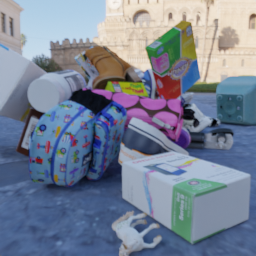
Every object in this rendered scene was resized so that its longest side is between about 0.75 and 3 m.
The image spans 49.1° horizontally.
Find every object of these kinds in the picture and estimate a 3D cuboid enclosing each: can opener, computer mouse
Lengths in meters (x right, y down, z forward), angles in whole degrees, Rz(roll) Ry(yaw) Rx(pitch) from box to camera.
[{"bbox_3d":[2.388,0.371,9.418,2.206,0.581,0.733,1,28,11],"label":"can opener"},{"bbox_3d":[1.585,-0.203,9.550,1.645,0.539,2.343,8,-23,13],"label":"computer mouse"}]

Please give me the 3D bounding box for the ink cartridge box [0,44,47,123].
[{"bbox_3d":[-3.517,-1.280,9.032,1.780,1.734,2.770,30,-2,14],"label":"ink cartridge box"}]

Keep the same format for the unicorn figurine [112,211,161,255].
[{"bbox_3d":[0.079,1.463,3.806,0.695,0.374,1.012,-15,1,-25],"label":"unicorn figurine"}]

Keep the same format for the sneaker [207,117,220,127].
[{"bbox_3d":[3.914,-0.314,13.910,1.258,0.502,0.818,13,4,15],"label":"sneaker"}]

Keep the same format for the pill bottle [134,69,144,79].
[{"bbox_3d":[0.449,-1.865,11.596,0.580,1.031,0.580,-14,26,7],"label":"pill bottle"}]

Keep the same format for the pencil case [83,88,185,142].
[{"bbox_3d":[0.025,-0.379,7.683,2.933,1.331,1.374,7,29,8],"label":"pencil case"}]

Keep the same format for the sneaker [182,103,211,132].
[{"bbox_3d":[2.525,-0.530,12.000,1.071,1.155,2.849,-38,7,-5],"label":"sneaker"}]

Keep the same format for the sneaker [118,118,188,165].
[{"bbox_3d":[0.574,0.648,6.629,1.059,1.072,2.701,26,-2,34],"label":"sneaker"}]

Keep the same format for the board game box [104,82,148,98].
[{"bbox_3d":[-0.455,-0.497,9.607,1.264,0.593,2.489,-2,-34,-30],"label":"board game box"}]

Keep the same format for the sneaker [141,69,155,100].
[{"bbox_3d":[0.380,-1.459,11.018,1.229,1.679,0.676,-6,18,-18],"label":"sneaker"}]

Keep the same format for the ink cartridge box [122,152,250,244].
[{"bbox_3d":[0.904,1.041,4.825,1.323,0.796,1.820,-7,10,-32],"label":"ink cartridge box"}]

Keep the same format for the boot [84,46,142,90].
[{"bbox_3d":[-0.833,-2.132,9.866,2.088,1.031,2.689,48,37,13],"label":"boot"}]

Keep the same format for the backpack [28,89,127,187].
[{"bbox_3d":[-1.105,0.340,6.030,1.418,1.924,2.107,21,29,14],"label":"backpack"}]

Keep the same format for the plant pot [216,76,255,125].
[{"bbox_3d":[5.900,-1.346,14.799,2.465,2.458,2.511,9,21,43],"label":"plant pot"}]

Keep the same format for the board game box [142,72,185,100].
[{"bbox_3d":[1.230,-1.786,12.287,2.306,1.561,0.397,-17,25,1],"label":"board game box"}]

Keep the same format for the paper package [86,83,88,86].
[{"bbox_3d":[-2.269,-0.761,11.338,0.938,1.729,1.814,11,37,38],"label":"paper package"}]

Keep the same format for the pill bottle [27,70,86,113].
[{"bbox_3d":[-1.947,-1.038,7.860,1.049,1.049,1.844,2,15,11],"label":"pill bottle"}]

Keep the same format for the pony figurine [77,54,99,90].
[{"bbox_3d":[-1.385,-1.446,10.708,2.164,2.089,1.802,33,-19,-10],"label":"pony figurine"}]

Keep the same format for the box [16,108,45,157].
[{"bbox_3d":[-2.309,0.015,8.731,1.011,1.351,2.699,22,11,-3],"label":"box"}]

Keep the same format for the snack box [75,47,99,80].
[{"bbox_3d":[-1.412,-2.455,11.538,0.883,1.521,0.282,-33,30,0],"label":"snack box"}]

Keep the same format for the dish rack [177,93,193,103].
[{"bbox_3d":[1.917,-1.005,11.634,1.477,0.321,1.267,-24,9,-15],"label":"dish rack"}]

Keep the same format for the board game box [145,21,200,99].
[{"bbox_3d":[1.326,-1.789,7.892,1.435,1.875,0.378,-40,45,-17],"label":"board game box"}]

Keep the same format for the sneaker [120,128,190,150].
[{"bbox_3d":[0.653,0.421,8.510,2.401,0.966,1.061,3,20,14],"label":"sneaker"}]
